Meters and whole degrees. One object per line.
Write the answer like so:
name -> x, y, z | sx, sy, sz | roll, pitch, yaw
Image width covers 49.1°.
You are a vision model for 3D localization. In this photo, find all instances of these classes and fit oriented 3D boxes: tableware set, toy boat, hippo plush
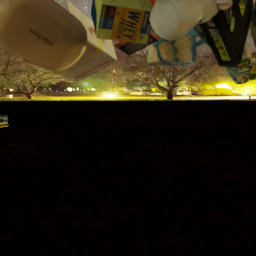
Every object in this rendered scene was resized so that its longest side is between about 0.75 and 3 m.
tableware set -> 2.751, -1.378, 6.364 | 0.561, 0.833, 0.128 | -4, -37, 49
toy boat -> -2.280, -2.623, 7.196 | 2.487, 1.623, 1.626 | 25, 28, -45
hippo plush -> 0.653, -2.352, 4.437 | 2.055, 1.653, 1.637 | -43, 31, -17

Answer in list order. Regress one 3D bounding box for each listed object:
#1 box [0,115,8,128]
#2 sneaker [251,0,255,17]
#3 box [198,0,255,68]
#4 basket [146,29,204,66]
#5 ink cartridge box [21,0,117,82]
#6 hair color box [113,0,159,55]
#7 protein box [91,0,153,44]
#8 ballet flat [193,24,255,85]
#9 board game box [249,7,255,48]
box -> -3.855, -0.128, 6.968 | 1.107, 0.342, 1.386 | -1, 7, 6
sneaker -> 3.553, -4.322, 9.925 | 1.214, 1.091, 2.811 | -4, 22, -10
box -> 2.244, -2.997, 6.037 | 0.619, 2.603, 2.514 | 11, -8, 34
basket -> 1.652, -2.876, 9.539 | 1.877, 1.481, 2.129 | -5, 2, -33
ink cartridge box -> -1.946, -2.742, 9.463 | 2.011, 1.155, 2.770 | -21, -15, 21
hair color box -> 0.254, -3.367, 7.990 | 1.149, 2.264, 0.693 | -15, -24, 40
protein box -> -0.151, -2.532, 6.168 | 1.142, 0.771, 1.134 | 1, 48, -18
ballet flat -> 2.686, -2.269, 7.582 | 0.860, 2.318, 0.860 | -30, -16, -9
board game box -> 3.230, -2.128, 6.646 | 0.230, 1.423, 0.854 | -9, -20, 2
